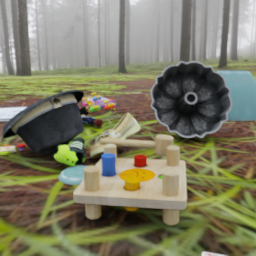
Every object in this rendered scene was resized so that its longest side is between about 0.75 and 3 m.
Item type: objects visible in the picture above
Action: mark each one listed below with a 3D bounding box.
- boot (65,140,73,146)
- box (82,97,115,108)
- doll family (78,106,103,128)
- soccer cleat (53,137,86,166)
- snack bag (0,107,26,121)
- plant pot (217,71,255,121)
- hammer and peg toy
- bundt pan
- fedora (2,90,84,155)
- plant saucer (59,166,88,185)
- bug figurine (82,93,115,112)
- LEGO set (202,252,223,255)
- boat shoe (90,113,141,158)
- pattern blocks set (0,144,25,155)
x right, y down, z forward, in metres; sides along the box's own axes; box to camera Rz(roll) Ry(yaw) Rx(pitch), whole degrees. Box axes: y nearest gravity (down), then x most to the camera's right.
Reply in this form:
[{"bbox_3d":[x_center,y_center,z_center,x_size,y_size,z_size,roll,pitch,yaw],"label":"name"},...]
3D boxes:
[{"bbox_3d":[-2.027,0.404,8.271,0.787,0.275,0.518,4,6,-23],"label":"boot"},{"bbox_3d":[-1.653,-1.437,15.661,1.212,0.346,1.771,-8,16,-31],"label":"box"},{"bbox_3d":[-2.010,-0.438,10.262,2.506,0.983,1.449,-8,10,-42],"label":"doll family"},{"bbox_3d":[-1.300,0.615,6.942,0.639,0.533,1.578,28,11,3],"label":"soccer cleat"},{"bbox_3d":[-5.060,-0.606,12.274,1.641,0.186,1.740,-4,20,-12],"label":"snack bag"},{"bbox_3d":[4.671,-1.571,12.753,2.945,1.983,2.945,-1,14,0],"label":"plant pot"},{"bbox_3d":[0.158,0.813,5.188,1.782,0.854,2.422,1,13,10],"label":"hammer and peg toy"},{"bbox_3d":[1.945,-0.814,9.091,2.557,2.557,0.960,0,-13,1],"label":"bundt pan"},{"bbox_3d":[-1.974,-0.016,7.375,2.410,1.100,2.410,-31,-2,-1],"label":"fedora"},{"bbox_3d":[-1.047,0.989,6.004,0.866,0.119,0.866,-1,13,0],"label":"plant saucer"},{"bbox_3d":[-1.540,-1.229,14.226,1.380,0.458,1.779,-19,35,-31],"label":"bug figurine"},{"bbox_3d":[1.372,1.813,2.292,1.582,0.520,2.118,3,3,16],"label":"LEGO set"},{"bbox_3d":[-0.390,0.174,7.453,0.728,0.628,1.997,-32,1,43],"label":"boat shoe"},{"bbox_3d":[-3.351,0.607,7.682,0.922,0.075,0.811,-3,14,-10],"label":"pattern blocks set"}]
